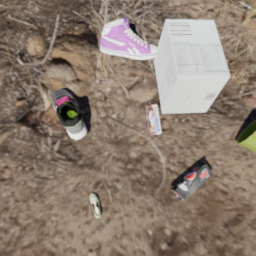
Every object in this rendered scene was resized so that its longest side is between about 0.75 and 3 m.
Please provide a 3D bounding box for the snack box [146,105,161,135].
[{"bbox_3d":[1.061,-0.346,11.710,0.478,0.162,1.329,-6,65,-1],"label":"snack box"}]

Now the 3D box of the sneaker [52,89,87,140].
[{"bbox_3d":[-2.463,-0.800,11.285,0.972,1.153,2.636,-24,58,-11],"label":"sneaker"}]

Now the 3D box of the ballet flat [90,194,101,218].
[{"bbox_3d":[-1.170,2.795,10.163,0.317,0.293,0.941,-20,66,-9],"label":"ballet flat"}]

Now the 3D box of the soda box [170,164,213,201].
[{"bbox_3d":[2.343,1.971,10.322,1.571,0.497,0.556,-36,96,-18],"label":"soda box"}]

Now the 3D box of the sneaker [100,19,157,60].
[{"bbox_3d":[0.184,-3.952,12.426,2.730,1.556,0.989,4,38,-11],"label":"sneaker"}]

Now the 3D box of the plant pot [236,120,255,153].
[{"bbox_3d":[5.240,0.532,10.749,1.416,1.491,1.491,42,71,4],"label":"plant pot"}]

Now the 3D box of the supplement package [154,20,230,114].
[{"bbox_3d":[2.373,-2.381,11.256,2.004,2.606,2.725,-2,65,-7],"label":"supplement package"}]
